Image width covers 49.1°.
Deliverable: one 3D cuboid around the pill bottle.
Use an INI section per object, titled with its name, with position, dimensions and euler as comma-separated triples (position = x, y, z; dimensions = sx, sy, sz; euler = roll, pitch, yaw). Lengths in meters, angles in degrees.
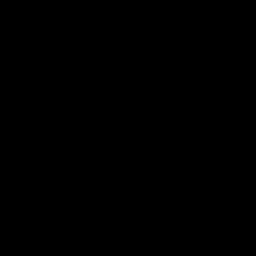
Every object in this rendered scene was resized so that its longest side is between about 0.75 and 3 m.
[pill bottle]
position = -0.407, -0.063, 0.329
dimensions = 2.880, 1.644, 1.644
euler = 0, 5, 1
